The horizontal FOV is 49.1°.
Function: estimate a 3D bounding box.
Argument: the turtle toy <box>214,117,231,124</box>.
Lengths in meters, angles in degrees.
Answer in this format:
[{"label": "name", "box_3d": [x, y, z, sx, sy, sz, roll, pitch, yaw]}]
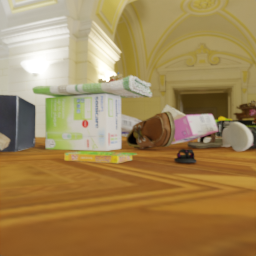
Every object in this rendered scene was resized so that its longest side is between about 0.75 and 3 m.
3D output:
[{"label": "turtle toy", "box_3d": [4.263, -0.076, 12.233, 0.978, 0.678, 1.342, 9, 15, -42]}]

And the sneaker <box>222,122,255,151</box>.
[{"label": "sneaker", "box_3d": [3.466, 0.238, 7.948, 1.116, 0.795, 2.250, -2, -3, 7]}]

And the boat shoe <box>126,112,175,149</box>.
[{"label": "boat shoe", "box_3d": [0.554, 0.209, 7.808, 0.829, 0.877, 2.439, -7, -15, -15]}]

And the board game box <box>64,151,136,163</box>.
[{"label": "board game box", "box_3d": [-0.468, 0.494, 4.814, 1.147, 0.172, 0.548, -3, -2, 25]}]

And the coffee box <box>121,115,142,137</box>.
[{"label": "coffee box", "box_3d": [-0.202, -0.096, 15.029, 2.731, 1.090, 1.544, 15, 0, -29]}]

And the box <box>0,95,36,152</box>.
[{"label": "box", "box_3d": [-4.275, -0.112, 8.213, 2.616, 1.536, 2.573, 2, -1, -9]}]

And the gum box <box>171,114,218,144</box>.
[{"label": "gum box", "box_3d": [1.960, 0.048, 8.918, 1.074, 0.626, 1.893, -25, -13, 39]}]

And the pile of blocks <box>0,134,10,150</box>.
[{"label": "pile of blocks", "box_3d": [-3.582, 0.393, 5.936, 1.911, 0.784, 0.594, 11, -50, -32]}]

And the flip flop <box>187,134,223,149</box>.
[{"label": "flip flop", "box_3d": [2.690, 0.423, 9.574, 1.720, 0.495, 0.698, -1, -2, -36]}]

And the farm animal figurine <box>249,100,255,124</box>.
[{"label": "farm animal figurine", "box_3d": [4.153, -0.623, 8.504, 0.545, 1.046, 1.034, 9, -40, 2]}]

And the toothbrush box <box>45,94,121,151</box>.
[{"label": "toothbrush box", "box_3d": [-1.345, -0.146, 8.306, 2.153, 1.568, 0.927, 0, 1, 25]}]

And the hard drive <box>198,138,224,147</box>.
[{"label": "hard drive", "box_3d": [4.312, 0.558, 10.782, 1.765, 0.357, 2.676, 2, -2, -38]}]

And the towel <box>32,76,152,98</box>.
[{"label": "towel", "box_3d": [-0.935, -1.159, 8.237, 2.949, 0.453, 2.200, 0, 0, 17]}]

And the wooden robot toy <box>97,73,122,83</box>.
[{"label": "wooden robot toy", "box_3d": [-0.467, -1.278, 7.885, 0.754, 0.332, 0.342, -12, -50, 16]}]

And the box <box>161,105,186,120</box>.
[{"label": "box", "box_3d": [2.458, -0.326, 14.020, 2.019, 0.959, 0.785, 19, 15, -47]}]

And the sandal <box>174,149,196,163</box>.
[{"label": "sandal", "box_3d": [0.950, 0.457, 4.672, 0.345, 0.220, 0.918, 0, -1, 11]}]

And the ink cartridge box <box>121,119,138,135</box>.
[{"label": "ink cartridge box", "box_3d": [-0.422, -0.003, 10.864, 1.820, 0.428, 1.798, -3, -7, 37]}]

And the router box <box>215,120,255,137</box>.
[{"label": "router box", "box_3d": [4.251, 0.044, 10.075, 1.996, 0.620, 1.496, 1, -2, 11]}]
